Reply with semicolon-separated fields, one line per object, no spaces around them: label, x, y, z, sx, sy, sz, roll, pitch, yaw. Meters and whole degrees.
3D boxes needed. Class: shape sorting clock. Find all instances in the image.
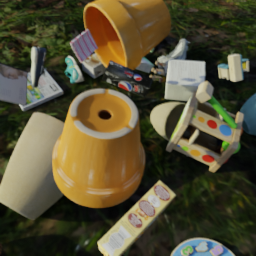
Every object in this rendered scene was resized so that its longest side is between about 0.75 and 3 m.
shape sorting clock;2.242;4.282;7.911;2.330;0.457;2.330;0;50;0

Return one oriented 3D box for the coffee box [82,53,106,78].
coffee box;-1.401;-3.341;14.290;1.689;0.673;0.966;-36;58;-27

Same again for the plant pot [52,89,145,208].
plant pot;-0.648;0.357;6.695;2.364;2.164;2.364;5;50;-6

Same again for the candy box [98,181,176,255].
candy box;0.161;1.897;5.614;1.688;0.975;0.467;-39;72;-23

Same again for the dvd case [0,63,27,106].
dvd case;-4.759;-1.733;10.577;0.178;2.025;1.445;-10;76;38

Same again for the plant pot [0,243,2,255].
plant pot;-4.363;3.908;7.606;1.746;1.746;1.868;10;35;8

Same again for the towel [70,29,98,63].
towel;-1.273;-2.408;8.224;0.134;0.653;0.893;2;42;40

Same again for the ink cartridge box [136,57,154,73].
ink cartridge box;-0.004;-3.549;13.839;2.203;0.552;1.773;6;35;-48

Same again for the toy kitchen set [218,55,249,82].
toy kitchen set;3.737;-2.132;9.376;1.108;0.815;1.383;-14;17;-3

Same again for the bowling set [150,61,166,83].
bowling set;0.996;-1.823;9.538;0.442;0.823;0.573;11;44;-1

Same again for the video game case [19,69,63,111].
video game case;-4.483;-1.894;13.345;2.001;0.242;2.196;-28;56;-22

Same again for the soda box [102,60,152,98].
soda box;-0.017;-1.548;8.907;1.498;0.474;0.530;22;54;-4

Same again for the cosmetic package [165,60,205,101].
cosmetic package;2.172;-1.804;10.811;1.378;1.146;1.153;7;66;6

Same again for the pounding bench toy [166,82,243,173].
pounding bench toy;3.003;-0.078;9.868;2.206;2.828;1.757;25;53;4

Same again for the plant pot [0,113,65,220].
plant pot;-2.854;1.414;9.238;2.665;2.665;2.846;24;67;19

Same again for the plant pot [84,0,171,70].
plant pot;0.135;-4.041;11.400;2.717;2.968;2.968;-33;57;-18

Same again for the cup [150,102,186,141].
cup;1.579;-0.361;11.324;1.599;1.599;1.143;-36;39;-27

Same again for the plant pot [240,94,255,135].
plant pot;5.181;-0.408;11.239;1.222;1.815;1.815;-27;52;5

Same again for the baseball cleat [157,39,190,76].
baseball cleat;2.318;-3.694;14.388;1.521;0.997;2.858;8;49;7

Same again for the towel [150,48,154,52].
towel;1.139;-4.929;15.785;1.079;0.166;1.415;20;68;16

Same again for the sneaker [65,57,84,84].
sneaker;-2.822;-2.899;13.938;0.738;0.718;1.853;-24;53;-9

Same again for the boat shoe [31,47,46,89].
boat shoe;-3.350;-2.221;10.463;0.507;1.640;0.614;-7;35;-32
